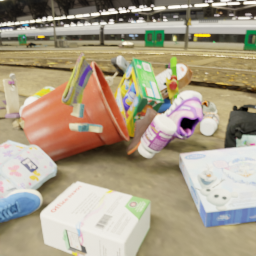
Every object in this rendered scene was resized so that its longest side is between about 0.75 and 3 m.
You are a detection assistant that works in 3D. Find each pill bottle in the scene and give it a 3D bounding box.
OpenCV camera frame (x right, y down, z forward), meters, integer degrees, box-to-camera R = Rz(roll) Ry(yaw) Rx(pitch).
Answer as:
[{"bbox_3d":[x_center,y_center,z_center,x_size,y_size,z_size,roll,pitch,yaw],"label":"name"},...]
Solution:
[{"bbox_3d":[-3.637,-0.928,11.608,1.005,1.005,1.811,6,30,16],"label":"pill bottle"},{"bbox_3d":[3.624,-0.170,12.482,0.738,0.738,1.268,9,23,22],"label":"pill bottle"},{"bbox_3d":[0.796,0.284,8.099,0.688,1.226,0.688,24,30,-15],"label":"pill bottle"}]

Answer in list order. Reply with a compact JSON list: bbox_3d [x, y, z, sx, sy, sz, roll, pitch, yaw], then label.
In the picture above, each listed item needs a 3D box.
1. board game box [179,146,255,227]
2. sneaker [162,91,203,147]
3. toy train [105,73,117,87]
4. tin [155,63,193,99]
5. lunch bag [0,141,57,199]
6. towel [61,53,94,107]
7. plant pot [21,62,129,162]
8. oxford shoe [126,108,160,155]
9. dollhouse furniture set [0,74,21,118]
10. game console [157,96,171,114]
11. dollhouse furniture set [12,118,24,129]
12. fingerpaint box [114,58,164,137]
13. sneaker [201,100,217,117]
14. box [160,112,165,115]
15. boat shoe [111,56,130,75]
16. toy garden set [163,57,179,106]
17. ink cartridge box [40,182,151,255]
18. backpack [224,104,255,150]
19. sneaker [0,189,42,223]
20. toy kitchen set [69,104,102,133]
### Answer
[{"bbox_3d":[3.043,1.483,7.848,2.654,0.576,2.641,-6,27,-1],"label":"board game box"},{"bbox_3d":[1.699,-0.008,10.016,1.109,2.757,1.219,11,46,-28],"label":"sneaker"},{"bbox_3d":[-1.544,-1.659,11.726,2.707,1.146,1.566,-43,-4,-3],"label":"toy train"},{"bbox_3d":[1.699,-2.024,12.772,2.528,0.529,1.415,-30,42,15],"label":"tin"},{"bbox_3d":[-3.292,1.243,8.149,1.957,1.244,1.660,14,25,20],"label":"lunch bag"},{"bbox_3d":[-1.175,-1.046,6.777,0.186,1.176,1.638,21,-2,1],"label":"towel"},{"bbox_3d":[-1.837,-0.348,9.671,2.852,2.933,2.933,-23,21,5],"label":"plant pot"},{"bbox_3d":[0.394,0.115,9.578,0.639,1.761,0.627,37,-9,-1],"label":"oxford shoe"},{"bbox_3d":[-5.177,-1.676,14.405,2.286,2.048,2.885,1,8,40],"label":"dollhouse furniture set"},{"bbox_3d":[1.426,-0.977,13.940,1.669,2.407,2.820,-48,41,-4],"label":"game console"},{"bbox_3d":[-4.449,0.040,12.268,1.428,0.898,1.614,-22,18,13],"label":"dollhouse furniture set"},{"bbox_3d":[0.317,-1.261,11.788,0.951,2.163,2.593,11,44,-23],"label":"fingerpaint box"},{"bbox_3d":[4.091,-1.032,14.496,0.851,0.913,2.303,9,21,26],"label":"sneaker"},{"bbox_3d":[1.198,-0.527,13.487,0.732,0.672,2.090,18,28,40],"label":"box"},{"bbox_3d":[-0.324,-2.791,13.009,0.586,0.618,1.768,3,-7,19],"label":"boat shoe"},{"bbox_3d":[1.744,-1.196,11.116,0.521,2.611,2.177,-4,30,11],"label":"toy garden set"},{"bbox_3d":[-0.689,2.120,6.323,2.031,0.853,1.471,9,23,22],"label":"ink cartridge box"},{"bbox_3d":[4.865,0.295,9.954,2.608,1.651,2.176,8,38,21],"label":"backpack"},{"bbox_3d":[-3.048,2.071,6.550,1.968,0.755,1.095,-8,16,-9],"label":"sneaker"},{"bbox_3d":[-0.972,-0.228,6.716,0.479,0.651,0.813,9,4,19],"label":"toy kitchen set"}]
